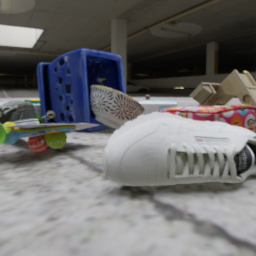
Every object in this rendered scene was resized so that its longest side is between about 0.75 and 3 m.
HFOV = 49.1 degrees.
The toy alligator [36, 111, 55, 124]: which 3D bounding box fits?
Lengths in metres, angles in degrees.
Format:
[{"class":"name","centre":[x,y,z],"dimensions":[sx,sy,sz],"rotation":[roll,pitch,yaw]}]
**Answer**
[{"class":"toy alligator","centre":[-3.535,-0.203,9.465],"dimensions":[2.414,0.800,0.580],"rotation":[-10,54,-34]}]

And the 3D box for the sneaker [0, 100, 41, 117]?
[{"class":"sneaker","centre":[-4.175,-0.436,10.796],"dimensions":[1.228,1.108,2.998],"rotation":[-7,-2,20]}]

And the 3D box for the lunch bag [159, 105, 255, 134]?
[{"class":"lunch bag","centre":[2.229,-0.172,8.147],"dimensions":[2.643,1.083,2.328],"rotation":[-5,9,-32]}]

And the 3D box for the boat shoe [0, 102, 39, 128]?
[{"class":"boat shoe","centre":[-3.329,-0.183,7.986],"dimensions":[2.585,0.823,0.914],"rotation":[-11,-2,42]}]

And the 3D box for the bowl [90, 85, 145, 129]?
[{"class":"bowl","centre":[-0.561,-0.585,9.877],"dimensions":[2.106,0.988,2.106],"rotation":[22,-9,4]}]

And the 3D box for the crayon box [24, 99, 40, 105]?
[{"class":"crayon box","centre":[-5.101,-1.446,18.220],"dimensions":[2.835,0.826,1.684],"rotation":[-5,9,-32]}]

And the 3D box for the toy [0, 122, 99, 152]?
[{"class":"toy","centre":[-1.990,0.236,6.590],"dimensions":[1.489,0.610,2.585],"rotation":[-7,-7,28]}]

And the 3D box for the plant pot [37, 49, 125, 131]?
[{"class":"plant pot","centre":[-1.884,-1.399,11.152],"dimensions":[2.586,2.876,2.876],"rotation":[-3,6,28]}]

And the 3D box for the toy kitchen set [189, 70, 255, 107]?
[{"class":"toy kitchen set","centre":[4.925,-0.999,14.248],"dimensions":[2.442,2.701,2.994],"rotation":[-2,-32,-34]}]

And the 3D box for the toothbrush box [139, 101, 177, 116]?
[{"class":"toothbrush box","centre":[1.183,-0.623,11.809],"dimensions":[1.692,0.986,2.311],"rotation":[1,9,9]}]

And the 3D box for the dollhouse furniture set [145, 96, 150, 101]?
[{"class":"dollhouse furniture set","centre":[0.219,-1.600,18.557],"dimensions":[2.411,1.067,1.250],"rotation":[0,8,3]}]

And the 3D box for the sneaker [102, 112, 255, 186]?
[{"class":"sneaker","centre":[1.059,0.405,4.376],"dimensions":[2.958,1.130,1.191],"rotation":[-5,18,-26]}]
